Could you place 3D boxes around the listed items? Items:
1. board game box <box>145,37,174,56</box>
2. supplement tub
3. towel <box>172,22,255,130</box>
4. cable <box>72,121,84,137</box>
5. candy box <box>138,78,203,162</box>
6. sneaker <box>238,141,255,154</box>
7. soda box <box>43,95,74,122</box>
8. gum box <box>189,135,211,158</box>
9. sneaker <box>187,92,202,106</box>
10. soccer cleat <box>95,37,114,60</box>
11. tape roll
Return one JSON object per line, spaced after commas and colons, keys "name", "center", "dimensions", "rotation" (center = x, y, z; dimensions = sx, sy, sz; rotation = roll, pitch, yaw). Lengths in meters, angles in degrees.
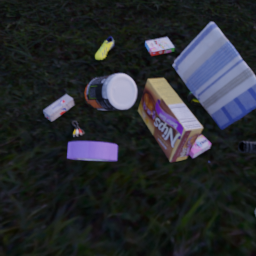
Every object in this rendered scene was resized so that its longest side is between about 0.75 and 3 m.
{"name": "board game box", "center": [1.611, -4.183, 14.383], "dimensions": [1.243, 0.251, 0.951], "rotation": [-14, 53, -11]}
{"name": "supplement tub", "center": [-0.591, -1.032, 8.350], "dimensions": [1.037, 1.037, 1.692], "rotation": [-36, 22, -25]}
{"name": "towel", "center": [2.838, -1.580, 8.955], "dimensions": [0.349, 2.156, 2.936], "rotation": [-27, 78, -36]}
{"name": "cable", "center": [-2.001, 0.015, 11.090], "dimensions": [0.430, 0.223, 0.886], "rotation": [-11, 53, -8]}
{"name": "candy box", "center": [1.166, -0.279, 8.450], "dimensions": [0.651, 1.346, 2.307], "rotation": [-7, 48, -24]}
{"name": "sneaker", "center": [3.090, 0.477, 6.715], "dimensions": [0.491, 0.991, 0.350], "rotation": [5, 82, -26]}
{"name": "soda box", "center": [-2.868, -0.832, 11.645], "dimensions": [0.432, 0.401, 1.265], "rotation": [34, 59, 24]}
{"name": "gum box", "center": [2.618, 0.684, 10.513], "dimensions": [0.903, 0.299, 0.513], "rotation": [-27, 56, -20]}
{"name": "sneaker", "center": [3.503, -1.281, 11.803], "dimensions": [1.838, 0.717, 0.783], "rotation": [21, 54, 16]}
{"name": "soccer cleat", "center": [-1.208, -3.974, 13.961], "dimensions": [0.506, 0.655, 1.567], "rotation": [21, 55, 16]}
{"name": "tape roll", "center": [-0.986, 0.671, 7.778], "dimensions": [1.360, 1.360, 0.446], "rotation": [2, 80, 2]}
